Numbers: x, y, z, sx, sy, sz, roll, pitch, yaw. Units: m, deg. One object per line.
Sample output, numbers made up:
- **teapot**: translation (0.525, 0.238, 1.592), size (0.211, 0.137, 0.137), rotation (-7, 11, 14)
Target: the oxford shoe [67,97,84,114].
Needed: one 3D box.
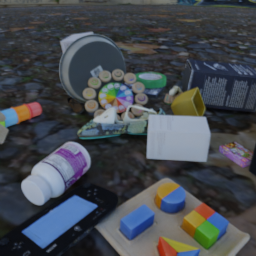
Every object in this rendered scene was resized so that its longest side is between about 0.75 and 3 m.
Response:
- **oxford shoe**: translation (-1.982, -0.829, 10.299), size (0.370, 0.430, 1.018), rotation (-48, 47, -8)

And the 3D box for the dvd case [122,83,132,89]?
- **dvd case**: translation (-0.323, -1.740, 12.082), size (0.903, 0.072, 0.671), rotation (-17, 35, -27)

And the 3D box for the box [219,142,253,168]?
- **box**: translation (3.112, 0.731, 7.869), size (0.626, 0.179, 0.915), rotation (-15, 32, -24)

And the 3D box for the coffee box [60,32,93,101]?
- **coffee box**: translation (-1.764, -2.426, 11.179), size (0.955, 2.392, 1.352), rotation (-2, 29, 13)

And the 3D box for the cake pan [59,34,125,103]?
- **cake pan**: translation (-1.202, -2.083, 10.366), size (2.608, 2.608, 0.478), rotation (-14, 27, -23)

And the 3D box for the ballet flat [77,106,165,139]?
- **ballet flat**: translation (-0.182, -0.218, 8.727), size (2.832, 1.051, 1.051), rotation (-4, 29, -9)

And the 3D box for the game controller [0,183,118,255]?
- **game controller**: translation (-1.278, 1.831, 5.411), size (1.230, 0.497, 2.358), rotation (0, 23, 44)

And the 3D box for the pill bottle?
- **pill bottle**: translation (-1.668, 1.059, 6.572), size (0.891, 0.891, 1.588), rotation (15, 33, 25)

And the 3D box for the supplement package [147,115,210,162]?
- **supplement package**: translation (1.369, 0.276, 7.871), size (1.639, 0.961, 0.958), rotation (3, 29, 6)

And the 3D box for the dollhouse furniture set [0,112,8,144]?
- **dollhouse furniture set**: translation (-4.878, 0.110, 8.526), size (1.961, 1.598, 1.865), rotation (-41, 27, 13)

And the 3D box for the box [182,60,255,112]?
- **box**: translation (3.467, -1.663, 10.684), size (2.580, 1.346, 1.909), rotation (6, 26, 4)

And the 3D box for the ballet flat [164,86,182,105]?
- **ballet flat**: translation (1.896, -1.409, 11.381), size (0.494, 0.488, 1.451), rotation (17, 33, 22)

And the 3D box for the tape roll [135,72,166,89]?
- **tape roll**: translation (0.981, -2.133, 12.494), size (1.413, 0.340, 1.413), rotation (1, 26, 0)

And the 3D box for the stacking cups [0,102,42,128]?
- **stacking cups**: translation (-3.973, -0.351, 9.285), size (0.706, 0.706, 2.333), rotation (25, 37, 37)

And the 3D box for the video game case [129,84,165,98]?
- **video game case**: translation (0.582, -1.733, 12.300), size (1.812, 0.172, 1.294), rotation (11, 31, 21)

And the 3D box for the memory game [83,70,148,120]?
- **memory game**: translation (-0.441, -1.096, 9.825), size (2.301, 0.147, 2.301), rotation (3, 66, -6)

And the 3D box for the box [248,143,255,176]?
- **box**: translation (4.670, 0.170, 6.872), size (2.856, 2.120, 1.529), rotation (-18, 34, -28)

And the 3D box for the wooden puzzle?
- **wooden puzzle**: translation (0.802, 1.888, 5.436), size (2.161, 0.540, 2.333), rotation (-23, 37, -35)

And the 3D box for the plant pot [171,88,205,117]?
- **plant pot**: translation (2.037, -0.734, 9.740), size (0.916, 0.896, 0.890), rotation (-11, 28, 35)
